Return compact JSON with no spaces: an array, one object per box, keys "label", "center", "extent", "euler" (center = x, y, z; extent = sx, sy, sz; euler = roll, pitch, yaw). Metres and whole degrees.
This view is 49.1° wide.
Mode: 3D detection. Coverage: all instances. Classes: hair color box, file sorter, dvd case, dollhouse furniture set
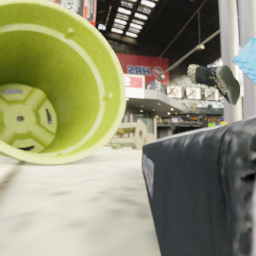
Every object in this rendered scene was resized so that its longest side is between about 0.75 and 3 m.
[{"label":"hair color box","center":[-1.956,-2.917,6.879],"extent":[2.281,1.158,0.698],"euler":[1,-20,-6]},{"label":"file sorter","center":[4.432,-2.105,9.239],"extent":[1.459,1.013,0.895],"euler":[36,9,-22]},{"label":"dvd case","center":[0.865,0.162,1.128],"extent":[1.601,0.263,2.130],"euler":[-1,-4,1]},{"label":"dollhouse furniture set","center":[-0.151,0.762,14.460],"extent":[2.495,1.387,2.207],"euler":[-3,-29,30]}]

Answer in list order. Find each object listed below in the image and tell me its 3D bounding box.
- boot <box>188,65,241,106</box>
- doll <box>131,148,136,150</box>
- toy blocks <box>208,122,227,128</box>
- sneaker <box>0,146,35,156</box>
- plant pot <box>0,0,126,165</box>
[{"label":"boot","center":[3.098,-1.579,10.017],"extent":[1.453,0.694,1.924],"euler":[19,-18,46]},{"label":"doll","center":[0.467,0.949,14.445],"extent":[1.014,0.360,1.487],"euler":[20,-9,-19]},{"label":"toy blocks","center":[2.423,0.357,7.816],"extent":[1.362,0.681,0.931],"euler":[-9,20,29]},{"label":"sneaker","center":[-2.644,0.302,5.960],"extent":[1.656,0.583,0.774],"euler":[-3,2,5]},{"label":"plant pot","center":[-1.402,-0.365,4.045],"extent":[2.074,2.074,1.907],"euler":[2,-16,-33]}]
